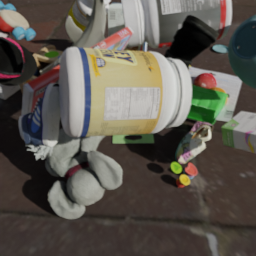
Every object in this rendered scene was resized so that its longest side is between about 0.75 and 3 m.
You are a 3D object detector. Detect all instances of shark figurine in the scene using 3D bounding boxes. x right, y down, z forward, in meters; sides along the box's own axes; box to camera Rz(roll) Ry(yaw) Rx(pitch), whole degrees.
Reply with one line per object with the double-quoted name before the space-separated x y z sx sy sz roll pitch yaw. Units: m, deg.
"shark figurine" -0.908 -2.760 7.720 1.840 3.080 1.285 -9 43 -39

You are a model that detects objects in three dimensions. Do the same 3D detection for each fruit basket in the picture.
"fruit basket" 2.646 -1.209 9.718 2.184 1.106 2.358 16 46 17

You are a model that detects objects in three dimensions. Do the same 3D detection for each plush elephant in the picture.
"plush elephant" -1.088 0.939 6.915 2.168 2.038 2.632 -31 -3 22

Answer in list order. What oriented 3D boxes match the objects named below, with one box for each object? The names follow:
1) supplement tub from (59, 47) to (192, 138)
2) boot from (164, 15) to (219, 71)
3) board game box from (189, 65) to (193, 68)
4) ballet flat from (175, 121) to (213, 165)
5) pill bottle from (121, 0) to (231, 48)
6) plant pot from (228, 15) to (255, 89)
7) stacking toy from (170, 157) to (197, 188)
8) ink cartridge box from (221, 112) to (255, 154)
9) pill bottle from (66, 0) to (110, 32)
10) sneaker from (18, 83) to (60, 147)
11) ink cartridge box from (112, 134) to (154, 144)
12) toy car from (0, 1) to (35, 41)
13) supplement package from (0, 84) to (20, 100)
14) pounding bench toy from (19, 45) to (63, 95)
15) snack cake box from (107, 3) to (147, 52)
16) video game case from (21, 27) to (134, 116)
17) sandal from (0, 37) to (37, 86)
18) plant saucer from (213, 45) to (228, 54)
"supplement tub" -0.089 -0.540 4.382 1.838 1.327 1.327 -2 41 -20
"boot" 1.174 -1.514 6.396 0.796 1.581 2.115 30 5 -3
"board game box" 2.140 -1.980 11.150 1.492 0.380 2.204 -25 48 -25
"ballet flat" 2.045 0.375 8.296 0.669 0.650 1.881 -5 29 41
"pill bottle" 1.335 -3.287 8.287 2.929 1.668 1.668 -8 42 2
"plant pot" 3.450 -2.102 7.265 1.387 2.059 2.059 5 31 -43
"stacking toy" 1.446 1.216 7.610 0.686 0.320 0.758 46 48 14
"ink cartridge box" 3.030 0.152 6.227 0.923 0.530 1.575 -32 29 -30
"pill bottle" -1.271 -3.809 9.080 1.020 1.020 1.957 -31 6 -29
"sneaker" -1.568 -0.247 4.773 0.810 1.106 0.446 12 11 23
"ink cartridge box" 0.147 -0.285 9.265 1.354 0.446 1.860 0 40 -1
"toy car" -3.476 -2.717 7.892 1.155 1.064 1.021 -37 6 17
"supplement package" -5.378 -2.301 10.740 2.548 1.396 1.449 17 45 19
"pounding bench toy" -2.111 -1.832 9.930 2.268 1.806 2.907 19 45 20
"snack cake box" 0.004 -3.533 11.204 1.475 2.566 0.862 7 36 8
"video game case" -1.148 -1.108 6.137 2.597 1.857 0.227 -39 90 -27
"sandal" -2.356 -1.303 5.111 0.537 2.381 0.894 22 87 15
"plant saucer" 4.401 -3.714 13.283 0.768 0.105 0.768 0 43 0
